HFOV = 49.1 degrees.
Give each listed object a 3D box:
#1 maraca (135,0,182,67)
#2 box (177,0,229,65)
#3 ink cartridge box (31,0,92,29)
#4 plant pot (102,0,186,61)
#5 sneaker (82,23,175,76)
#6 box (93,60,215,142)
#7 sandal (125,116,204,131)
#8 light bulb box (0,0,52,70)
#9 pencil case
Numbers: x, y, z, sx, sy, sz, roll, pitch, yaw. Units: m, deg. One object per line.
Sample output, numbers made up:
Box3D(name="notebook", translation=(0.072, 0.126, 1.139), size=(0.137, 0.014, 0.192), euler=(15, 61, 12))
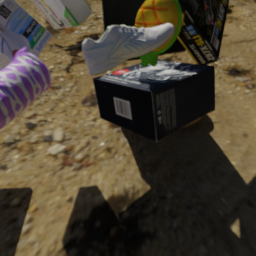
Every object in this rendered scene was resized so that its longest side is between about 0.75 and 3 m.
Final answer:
Box3D(name="maraca", translation=(0.502, -1.880, 5.452), size=(0.783, 1.463, 1.003), euler=(-15, 57, -41))
Box3D(name="box", translation=(1.861, -3.352, 7.515), size=(0.657, 2.127, 2.663), euler=(-9, 53, 41))
Box3D(name="ink cartridge box", translation=(-1.794, -3.255, 7.391), size=(1.478, 1.070, 0.621), euler=(18, 65, 49))
Box3D(name="plant pot", translation=(0.715, -3.289, 8.976), size=(2.311, 2.305, 2.050), euler=(-18, 30, -31))
Box3D(name="sneaker", translation=(0.002, -1.448, 4.634), size=(1.627, 0.652, 0.572), euler=(-24, 15, -4))
Box3D(name="box", translation=(0.577, -0.782, 6.482), size=(1.901, 1.087, 2.088), euler=(-25, 29, -32))
Box3D(name="sandal", translation=(1.148, -0.565, 8.617), size=(2.886, 0.779, 1.159), euler=(-9, 42, -10))
Box3D(name="light bulb box", translation=(-2.558, -1.936, 6.137), size=(0.752, 1.205, 1.194), euler=(-6, 54, 46))
Box3D(name="pencil case", translation=(-2.049, -0.486, 4.379), size=(0.831, 0.846, 1.980), euler=(-19, 25, 35))
